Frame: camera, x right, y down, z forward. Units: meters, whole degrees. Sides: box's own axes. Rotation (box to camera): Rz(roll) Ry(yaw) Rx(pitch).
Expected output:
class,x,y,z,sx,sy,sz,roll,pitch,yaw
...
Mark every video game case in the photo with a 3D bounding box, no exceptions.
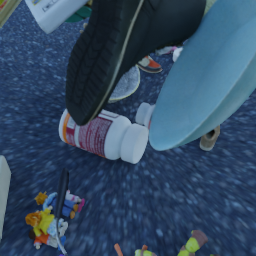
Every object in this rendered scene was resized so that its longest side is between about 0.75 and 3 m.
class,x,y,z,sx,sy,sz,roll,pitch,yaw
video game case,-0.779,-2.937,5.179,2.552,0.292,2.323,-39,41,3

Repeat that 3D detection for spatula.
class,x,y,z,sx,sy,sz,roll,pitch,yaw
spatula,-0.795,1.190,3.283,0.166,0.456,1.615,-6,55,-1

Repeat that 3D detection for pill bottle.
class,x,y,z,sx,sy,sz,roll,pitch,yaw
pill bottle,0.643,-0.140,5.382,0.906,0.525,0.525,21,46,18
pill bottle,-0.576,0.129,6.686,1.931,1.058,1.058,18,45,19

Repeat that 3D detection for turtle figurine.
class,x,y,z,sx,sy,sz,roll,pitch,yaw
turtle figurine,0.751,2.326,4.595,1.530,0.611,1.898,-26,48,-26

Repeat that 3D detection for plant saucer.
class,x,y,z,sx,sy,sz,roll,pitch,yaw
plant saucer,1.267,-0.881,4.045,0.566,2.939,2.939,28,43,-10

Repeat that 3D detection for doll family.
class,x,y,z,sx,sy,sz,roll,pitch,yaw
doll family,-1.461,1.606,5.399,0.826,0.600,1.331,13,44,14

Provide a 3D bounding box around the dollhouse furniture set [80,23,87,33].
class,x,y,z,sx,sy,sz,roll,pitch,yaw
dollhouse furniture set,-0.856,-3.451,8.501,0.907,0.775,1.750,34,84,42

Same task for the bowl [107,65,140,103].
class,x,y,z,sx,sy,sz,roll,pitch,yaw
bowl,-0.742,-1.425,8.291,2.011,0.944,2.011,8,61,-14

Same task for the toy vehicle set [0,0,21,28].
class,x,y,z,sx,sy,sz,roll,pitch,yaw
toy vehicle set,-3.129,-3.009,6.350,0.383,1.793,2.885,38,92,-5

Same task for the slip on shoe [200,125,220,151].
class,x,y,z,sx,sy,sz,roll,pitch,yaw
slip on shoe,2.133,0.091,7.261,0.434,0.346,1.142,19,45,20

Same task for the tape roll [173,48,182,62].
class,x,y,z,sx,sy,sz,roll,pitch,yaw
tape roll,2.062,-2.641,10.328,0.792,0.277,0.792,0,42,0

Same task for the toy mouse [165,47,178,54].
class,x,y,z,sx,sy,sz,roll,pitch,yaw
toy mouse,1.324,-3.309,11.011,1.592,0.347,1.791,-23,47,-24

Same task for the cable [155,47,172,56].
class,x,y,z,sx,sy,sz,roll,pitch,yaw
cable,0.793,-1.934,5.700,0.305,0.882,0.882,34,29,20

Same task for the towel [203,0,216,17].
class,x,y,z,sx,sy,sz,roll,pitch,yaw
towel,2.042,-3.169,6.697,1.696,2.286,0.417,-22,18,-21

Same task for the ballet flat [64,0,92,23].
class,x,y,z,sx,sy,sz,roll,pitch,yaw
ballet flat,-1.244,-3.140,7.107,0.754,0.754,2.134,-28,28,-28

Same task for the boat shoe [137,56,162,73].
class,x,y,z,sx,sy,sz,roll,pitch,yaw
boat shoe,0.585,-2.363,9.910,1.385,0.433,0.493,30,48,27

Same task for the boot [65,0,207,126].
class,x,y,z,sx,sy,sz,roll,pitch,yaw
boot,0.226,-1.286,4.791,1.994,2.883,1.117,0,38,-43

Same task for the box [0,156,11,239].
class,x,y,z,sx,sy,sz,roll,pitch,yaw
box,-2.869,1.474,5.510,0.777,0.647,1.892,-6,42,-7
